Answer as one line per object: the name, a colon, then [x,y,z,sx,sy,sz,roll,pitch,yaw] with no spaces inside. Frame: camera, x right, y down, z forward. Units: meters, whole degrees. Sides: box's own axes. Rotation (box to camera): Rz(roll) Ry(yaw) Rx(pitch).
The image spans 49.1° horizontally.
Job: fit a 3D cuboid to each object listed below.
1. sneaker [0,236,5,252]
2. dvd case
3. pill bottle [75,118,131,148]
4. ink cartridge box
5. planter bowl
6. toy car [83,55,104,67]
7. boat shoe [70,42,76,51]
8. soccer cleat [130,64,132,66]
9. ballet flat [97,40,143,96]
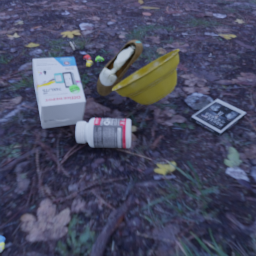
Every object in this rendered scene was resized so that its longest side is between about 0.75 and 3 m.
sneaker: [-3.758,3.054,7.443,0.985,0.373,0.517,6,29,-3]
dvd case: [3.728,-0.466,11.565,1.886,0.233,1.418,-31,49,-31]
pill bottle: [-0.869,0.189,10.157,1.936,1.072,1.072,1,41,1]
ink cartridge box: [-2.725,-1.370,10.944,1.616,1.608,2.203,-9,63,-20]
planter bowl: [0.923,-1.721,10.794,2.952,1.230,2.952,-30,13,8]
toy car: [-1.873,-3.750,15.349,1.069,0.253,1.136,-11,42,-12]
boat shoe: [-3.216,-4.894,16.617,0.289,0.339,1.014,-18,40,-13]
soccer cleat: [-0.085,-3.467,14.880,0.355,0.441,1.034,27,48,28]
ballet flat: [-0.480,-2.571,11.940,0.982,2.896,1.048,45,13,4]
